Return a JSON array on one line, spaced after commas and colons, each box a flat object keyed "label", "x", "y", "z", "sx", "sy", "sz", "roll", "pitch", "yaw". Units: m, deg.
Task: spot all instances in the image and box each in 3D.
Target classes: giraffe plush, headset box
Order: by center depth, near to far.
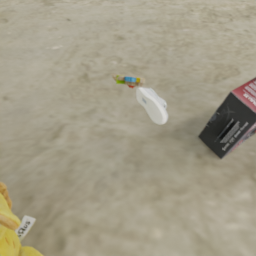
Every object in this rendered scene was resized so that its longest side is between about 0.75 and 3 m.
[{"label": "giraffe plush", "x": -2.234, "y": 1.820, "z": 4.060, "sx": 2.481, "sy": 2.332, "sz": 2.875, "roll": -1, "pitch": 37, "yaw": -1}, {"label": "headset box", "x": 3.038, "y": -0.365, "z": 7.184, "sx": 2.441, "sy": 1.814, "sz": 0.916, "roll": -27, "pitch": 64, "yaw": -32}]

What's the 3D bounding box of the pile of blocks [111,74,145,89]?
[{"label": "pile of blocks", "x": -0.030, "y": -1.175, "z": 7.196, "sx": 0.975, "sy": 0.303, "sz": 0.400, "roll": 14, "pitch": 17, "yaw": 31}]

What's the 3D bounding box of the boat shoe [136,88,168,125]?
[{"label": "boat shoe", "x": 0.592, "y": -0.509, "z": 6.080, "sx": 0.434, "sy": 0.456, "sz": 1.268, "roll": -11, "pitch": 31, "yaw": -19}]
